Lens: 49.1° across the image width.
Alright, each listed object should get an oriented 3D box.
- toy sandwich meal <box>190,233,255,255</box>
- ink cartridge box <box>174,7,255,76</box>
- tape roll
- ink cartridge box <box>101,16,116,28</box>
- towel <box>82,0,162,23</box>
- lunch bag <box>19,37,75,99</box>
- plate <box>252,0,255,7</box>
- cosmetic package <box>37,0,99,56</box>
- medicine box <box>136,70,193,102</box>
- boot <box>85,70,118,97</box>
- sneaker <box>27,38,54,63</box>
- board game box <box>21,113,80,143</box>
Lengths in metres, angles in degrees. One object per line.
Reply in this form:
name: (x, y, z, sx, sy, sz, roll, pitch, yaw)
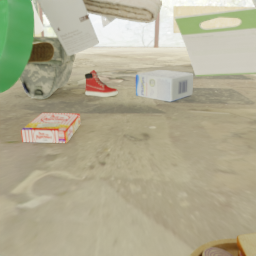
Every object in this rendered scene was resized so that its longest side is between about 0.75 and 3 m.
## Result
toy sandwich meal: (1.353, 1.524, 2.842, 1.593, 0.546, 1.593, 0, 19, 0)
ink cartridge box: (2.615, -2.372, 7.537, 2.100, 0.692, 2.886, 3, -20, 26)
tape roll: (-3.004, -2.000, 5.927, 2.513, 2.513, 0.604, 14, 8, 34)
ink cartridge box: (-0.490, -4.466, 10.001, 1.625, 0.542, 0.941, -29, 52, 25)
towel: (-0.543, -3.673, 8.081, 2.986, 0.515, 1.979, 12, 36, 5)
lunch bag: (-3.464, -2.638, 11.983, 1.974, 2.377, 2.834, 2, 18, 2)
plate: (3.668, -2.867, 6.862, 0.327, 2.025, 2.021, -30, 8, 12)
cosmetic package: (-1.413, -2.660, 6.508, 0.920, 1.810, 0.670, -23, 57, 2)
medicine box: (1.519, -1.826, 11.774, 1.825, 0.939, 1.662, 15, 25, 39)
boot: (-1.146, -1.894, 11.813, 1.465, 1.057, 0.531, 7, 21, 17)
sneaker: (-2.797, -1.861, 6.545, 0.884, 0.660, 1.968, 24, 23, 35)
board game box: (-2.013, -0.028, 7.556, 1.134, 0.347, 1.497, 1, 19, 3)
